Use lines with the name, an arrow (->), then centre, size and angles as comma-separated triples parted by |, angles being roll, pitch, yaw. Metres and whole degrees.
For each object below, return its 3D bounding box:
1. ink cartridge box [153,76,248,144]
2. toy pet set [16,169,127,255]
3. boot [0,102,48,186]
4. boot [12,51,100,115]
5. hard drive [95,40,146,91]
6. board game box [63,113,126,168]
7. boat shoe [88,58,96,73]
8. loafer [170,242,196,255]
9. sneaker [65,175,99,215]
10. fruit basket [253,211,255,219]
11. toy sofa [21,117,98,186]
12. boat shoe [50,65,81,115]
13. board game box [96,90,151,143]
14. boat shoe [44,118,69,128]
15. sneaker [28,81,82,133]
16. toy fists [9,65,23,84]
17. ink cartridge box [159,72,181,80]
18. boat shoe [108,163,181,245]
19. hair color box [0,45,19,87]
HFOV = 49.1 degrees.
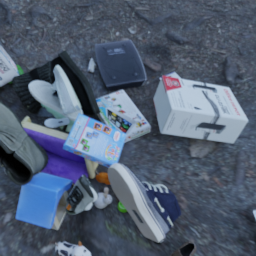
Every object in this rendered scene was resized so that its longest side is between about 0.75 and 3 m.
ink cartridge box -> 2.215, -0.589, 8.910 | 2.477, 1.037, 1.787 | 8, 41, -13
toy pet set -> -1.281, 1.871, 7.126 | 2.487, 1.414, 2.664 | 13, 51, 9
boot -> -3.299, 0.146, 7.139 | 2.976, 1.944, 1.008 | 43, 86, -2
boot -> -2.467, -1.115, 9.602 | 2.266, 1.141, 3.031 | -32, 59, -8
hard drive -> -0.361, -2.560, 11.370 | 1.760, 0.552, 2.609 | -10, 52, -9
board game box -> -0.886, 0.364, 7.731 | 1.491, 0.273, 1.128 | 23, 54, -7
boat shoe -> -1.488, -2.580, 11.635 | 0.278, 0.282, 0.796 | 19, 43, -19
loafer -> 1.197, 3.137, 6.740 | 1.185, 0.420, 0.433 | -37, 59, -27
sneaker -> -1.207, 1.764, 7.025 | 0.676, 1.704, 0.630 | -25, 64, -32
fruit basket -> 4.418, 2.839, 6.506 | 2.330, 1.092, 2.158 | 1, 50, -4
toy sofa -> -2.180, 0.720, 8.329 | 2.605, 1.079, 1.271 | 16, 51, 13
boat shoe -> -2.046, -1.172, 8.553 | 0.655, 0.641, 1.838 | -27, 61, -5
board game box -> -0.286, -0.417, 9.738 | 1.287, 0.353, 2.039 | -22, 54, -17
boat shoe -> -2.182, -0.146, 8.477 | 0.793, 0.271, 0.293 | -17, 85, -42
sneaker -> -2.477, -0.611, 9.250 | 2.047, 1.207, 0.753 | 37, 53, 7
toy fists -> -4.886, -2.039, 10.997 | 1.499, 0.515, 0.764 | -14, 52, -13
ink cartridge box -> 1.863, -1.467, 10.619 | 0.750, 0.296, 1.508 | -23, 57, -13
boat shoe -> 0.456, 1.650, 7.013 | 1.108, 2.389, 0.892 | -39, 22, -31
hair color box -> -5.517, -1.822, 9.742 | 2.898, 1.449, 0.877 | -30, 52, -5
